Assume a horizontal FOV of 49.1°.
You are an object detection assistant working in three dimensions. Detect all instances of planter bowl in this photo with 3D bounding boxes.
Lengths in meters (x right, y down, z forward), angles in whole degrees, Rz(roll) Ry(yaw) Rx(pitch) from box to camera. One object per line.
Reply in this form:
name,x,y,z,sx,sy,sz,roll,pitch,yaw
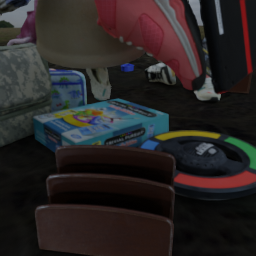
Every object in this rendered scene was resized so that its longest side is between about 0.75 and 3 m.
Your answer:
planter bowl,-0.715,-2.321,5.337,2.270,1.528,2.270,0,39,0

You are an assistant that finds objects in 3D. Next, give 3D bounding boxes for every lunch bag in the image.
lunch bag,-3.518,-0.973,7.418,1.993,2.399,2.861,26,32,30
lunch bag,-2.404,-1.223,9.577,1.889,1.519,0.779,0,21,-2

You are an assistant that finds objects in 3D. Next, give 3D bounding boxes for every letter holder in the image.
letter holder,4.253,-2.794,12.996,2.760,1.962,1.388,8,23,20
letter holder,-0.281,1.025,4.072,1.879,1.335,0.945,3,22,8

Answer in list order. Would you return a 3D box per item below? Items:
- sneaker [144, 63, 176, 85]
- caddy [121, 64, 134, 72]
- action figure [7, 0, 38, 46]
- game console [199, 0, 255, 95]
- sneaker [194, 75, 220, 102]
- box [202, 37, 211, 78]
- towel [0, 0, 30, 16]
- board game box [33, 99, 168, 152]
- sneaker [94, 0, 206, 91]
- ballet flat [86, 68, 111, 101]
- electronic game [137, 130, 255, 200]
sneaker,1.575,-2.642,14.266,1.192,1.029,2.719,-15,17,-5
caddy,-0.043,-3.888,17.887,0.863,0.453,0.610,-16,26,-35
action figure,-2.938,-3.334,9.242,2.210,1.988,2.967,-39,23,-21
game console,1.906,-2.238,5.074,0.422,2.719,2.404,5,28,45
sneaker,3.258,-1.780,11.669,0.779,1.035,2.213,1,21,0
box,2.757,-2.362,8.676,0.448,1.470,1.824,27,21,-26
towel,-1.875,-2.712,4.814,0.316,1.952,2.658,31,-13,-39
board game box,-0.720,-0.045,7.699,2.962,0.695,2.236,-18,27,-38
sneaker,0.244,-1.683,4.244,1.291,2.977,1.097,-20,39,25
ballet flat,-0.610,-1.189,6.067,0.494,0.494,1.377,-7,52,-17
electronic game,1.552,0.650,6.062,2.809,0.585,2.809,0,21,0
